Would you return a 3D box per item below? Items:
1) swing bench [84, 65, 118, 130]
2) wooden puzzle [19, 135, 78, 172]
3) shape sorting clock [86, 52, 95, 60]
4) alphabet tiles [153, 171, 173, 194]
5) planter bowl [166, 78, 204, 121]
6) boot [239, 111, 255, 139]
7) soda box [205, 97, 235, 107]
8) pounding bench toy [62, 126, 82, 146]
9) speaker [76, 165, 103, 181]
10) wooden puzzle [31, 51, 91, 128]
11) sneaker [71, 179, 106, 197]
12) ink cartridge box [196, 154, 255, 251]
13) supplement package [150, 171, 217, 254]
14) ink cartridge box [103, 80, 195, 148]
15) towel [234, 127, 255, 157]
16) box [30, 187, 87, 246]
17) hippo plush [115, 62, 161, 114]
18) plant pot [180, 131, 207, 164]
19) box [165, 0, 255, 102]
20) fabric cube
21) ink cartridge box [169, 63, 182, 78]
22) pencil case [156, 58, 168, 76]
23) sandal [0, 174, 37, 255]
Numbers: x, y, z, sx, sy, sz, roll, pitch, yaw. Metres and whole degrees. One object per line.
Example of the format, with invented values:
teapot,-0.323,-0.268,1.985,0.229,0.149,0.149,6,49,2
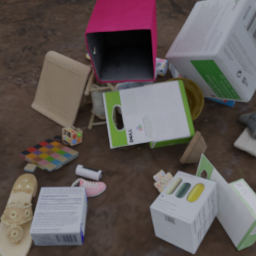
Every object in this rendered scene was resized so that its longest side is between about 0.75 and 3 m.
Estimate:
swing bench,-1.113,-1.191,10.566,1.138,1.744,1.754,-8,45,-9
wooden puzzle,-2.549,0.867,9.137,1.328,0.157,2.240,22,29,23
shape sorting clock,-1.657,-3.616,14.195,0.946,0.186,0.946,1,39,-1
alphabet tiles,1.134,1.676,8.543,0.753,0.055,0.737,-28,74,-39
planter bowl,1.944,-0.951,10.700,1.799,0.749,1.799,-1,85,13
boot,4.816,-0.135,10.142,1.224,0.489,1.347,-17,25,-2
soda box,3.844,-1.310,11.645,1.201,0.407,0.385,24,49,22
pounding bench toy,-1.847,0.246,9.878,0.586,0.467,0.751,25,29,35
speaker,-1.241,1.430,8.870,0.810,0.329,0.329,13,45,14
wooden puzzle,-2.597,-1.505,10.843,2.245,2.427,0.452,28,12,26
sneaker,-1.193,1.755,8.356,1.051,0.549,0.396,-13,36,-13
ink cartridge box,2.640,1.878,7.457,0.526,1.595,2.192,-16,47,-15
supplement package,1.490,2.125,7.271,1.130,1.122,1.489,13,38,36
ink cartridge box,0.652,-0.359,9.650,2.761,1.046,2.040,-9,74,-2
towel,4.340,0.490,9.808,0.911,0.237,1.375,28,41,28
box,-1.806,2.364,7.575,1.275,0.727,1.386,-1,43,0
hippo plush,0.326,-1.659,10.885,1.934,1.952,2.428,-29,51,-27
plant pot,2.169,0.725,9.051,0.534,1.156,1.156,29,50,13
box,3.362,-2.782,10.084,2.282,2.651,2.665,18,74,52
fabric cube,-0.097,-2.971,9.417,2.074,2.035,2.067,0,52,9
ink cartridge box,2.798,-2.555,12.629,1.460,0.830,2.003,-6,44,-6
pencil case,0.991,-2.930,13.106,1.734,0.721,0.786,18,50,18
sandal,-3.075,2.212,7.655,0.963,0.864,2.626,-4,44,-3
